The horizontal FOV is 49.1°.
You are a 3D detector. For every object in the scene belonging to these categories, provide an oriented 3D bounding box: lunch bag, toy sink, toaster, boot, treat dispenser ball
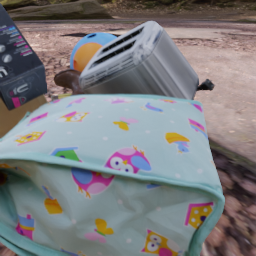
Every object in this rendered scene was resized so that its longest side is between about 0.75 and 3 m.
[{"bbox_3d":[-0.446,0.537,4.029,2.993,1.825,2.549,8,27,4],"label":"lunch bag"},{"bbox_3d":[-2.798,-0.862,6.381,1.405,2.508,1.635,-28,74,-12],"label":"toy sink"},{"bbox_3d":[0.239,-1.013,5.981,2.672,1.726,1.518,-13,41,42],"label":"toaster"},{"bbox_3d":[-1.587,-0.851,7.619,1.647,0.568,1.767,-2,49,20],"label":"boot"},{"bbox_3d":[-0.888,-2.076,9.248,2.030,2.030,2.030,0,25,0],"label":"treat dispenser ball"}]

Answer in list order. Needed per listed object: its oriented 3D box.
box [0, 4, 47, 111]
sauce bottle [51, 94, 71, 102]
[{"bbox_3d":[-2.076,-1.182,4.684,0.777,0.896,1.466,-32,77,-22],"label":"box"},{"bbox_3d":[-1.284,-0.749,8.183,1.819,0.588,0.588,-6,26,-15],"label":"sauce bottle"}]
